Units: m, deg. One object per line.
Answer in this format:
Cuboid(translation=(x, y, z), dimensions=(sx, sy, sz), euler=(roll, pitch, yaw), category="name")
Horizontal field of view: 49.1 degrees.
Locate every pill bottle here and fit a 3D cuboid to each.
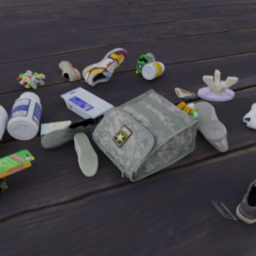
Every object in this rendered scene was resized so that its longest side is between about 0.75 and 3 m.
Cuboid(translation=(-3.961, -0.520, 10.879), dimensions=(1.065, 1.065, 1.919), euler=(-4, 41, -5), category="pill bottle")
Cuboid(translation=(1.320, -2.938, 14.257), dimensions=(0.746, 0.746, 1.343), euler=(20, 29, 24), category="pill bottle")

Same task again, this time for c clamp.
Cuboid(translation=(2.735, 2.326, 7.892), dimensions=(0.654, 0.104, 0.766), euler=(5, 32, -41), category="c clamp")

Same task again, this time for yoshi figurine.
Cuboid(translation=(2.180, -0.480, 10.259), dimensions=(0.652, 1.165, 0.655), euler=(-8, 72, 32), category="yoshi figurine")

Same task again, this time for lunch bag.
Cuboid(translation=(0.478, 0.259, 9.496), dimensions=(2.875, 1.690, 2.358), euler=(-29, 48, -23), category="lunch bag")

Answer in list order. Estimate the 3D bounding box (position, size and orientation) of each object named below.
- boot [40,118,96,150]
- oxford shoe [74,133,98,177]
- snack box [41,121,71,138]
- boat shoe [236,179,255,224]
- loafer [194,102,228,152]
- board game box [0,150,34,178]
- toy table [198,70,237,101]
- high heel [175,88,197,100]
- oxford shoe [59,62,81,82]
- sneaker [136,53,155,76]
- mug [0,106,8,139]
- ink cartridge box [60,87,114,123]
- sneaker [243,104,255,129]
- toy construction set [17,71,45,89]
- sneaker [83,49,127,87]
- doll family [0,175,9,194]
Cuboid(translation=(-2.147, 0.116, 9.896), dimensions=(1.914, 1.250, 0.648), euler=(-20, 80, -25), category="boot")
Cuboid(translation=(-1.458, 0.940, 9.595), dimensions=(0.644, 0.494, 1.712), euler=(-11, 54, -21), category="oxford shoe")
Cuboid(translation=(-2.786, 0.066, 10.895), dimensions=(1.145, 0.212, 0.665), euler=(-7, 38, -9), category="snack box")
Cuboid(translation=(3.812, 1.914, 8.053), dimensions=(0.731, 0.719, 1.962), euler=(30, 47, 24), category="boat shoe")
Cuboid(translation=(3.066, -0.066, 10.698), dimensions=(0.984, 0.861, 2.738), euler=(-25, 27, 11), category="loafer")
Cuboid(translation=(-3.667, 1.154, 8.181), dimensions=(1.714, 0.257, 0.819), euler=(-25, 30, -27), category="board game box")
Cuboid(translation=(4.102, -1.881, 12.819), dimensions=(1.632, 0.956, 1.500), euler=(-5, 38, -8), category="toy table")
Cuboid(translation=(2.676, -1.606, 13.012), dimensions=(0.714, 0.358, 1.002), euler=(-11, 38, -28), category="high heel")
Cuboid(translation=(-3.176, -2.921, 14.432), dimensions=(0.663, 0.636, 1.796), euler=(-28, 46, -28), category="oxford shoe")
Cuboid(translation=(0.999, -3.568, 15.069), dimensions=(0.792, 0.865, 2.029), euler=(11, 38, 13), category="sneaker")
Cuboid(translation=(-5.193, -0.288, 9.903), dimensions=(1.794, 2.240, 1.839), euler=(9, 29, -4), category="mug")
Cuboid(translation=(-1.797, -0.998, 12.093), dimensions=(1.141, 0.450, 2.295), euler=(-31, 49, -34), category="ink cartridge box")
Cuboid(translation=(5.081, -0.528, 11.360), dimensions=(0.781, 0.587, 1.567), euler=(9, 39, 11), category="sneaker")
Cuboid(translation=(-4.793, -2.395, 13.685), dimensions=(1.513, 0.697, 0.992), euler=(27, 69, 41), category="toy construction set")
Cuboid(translation=(-0.985, -2.917, 13.891), dimensions=(2.512, 0.941, 1.132), euler=(-35, 49, -1), category="sneaker")
Cuboid(translation=(-4.320, 1.593, 8.487), dimensions=(2.041, 0.801, 1.180), euler=(18, 46, 26), category="doll family")
